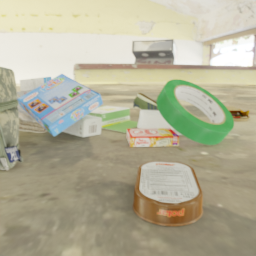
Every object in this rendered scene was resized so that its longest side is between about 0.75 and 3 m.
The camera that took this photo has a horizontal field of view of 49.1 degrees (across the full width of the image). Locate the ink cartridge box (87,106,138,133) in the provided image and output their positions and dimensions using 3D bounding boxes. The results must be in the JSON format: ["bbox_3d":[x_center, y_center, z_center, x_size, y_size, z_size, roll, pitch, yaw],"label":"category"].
[{"bbox_3d":[-0.492,-0.401,11.534,2.886,0.692,2.100,6,13,33],"label":"ink cartridge box"}]

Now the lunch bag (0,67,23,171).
[{"bbox_3d":[-3.926,-0.168,6.330,2.834,2.377,1.974,-3,12,-9],"label":"lunch bag"}]

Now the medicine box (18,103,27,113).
[{"bbox_3d":[-5.183,-0.635,11.893,1.825,0.939,1.662,-11,16,-41],"label":"medicine box"}]

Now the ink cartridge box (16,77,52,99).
[{"bbox_3d":[-4.012,-1.665,11.945,1.625,0.542,0.941,-8,-16,-9],"label":"ink cartridge box"}]

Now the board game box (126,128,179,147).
[{"bbox_3d":[0.737,0.300,8.913,1.497,0.347,1.134,-1,12,-6],"label":"board game box"}]

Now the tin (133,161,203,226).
[{"bbox_3d":[0.721,1.085,5.166,1.176,0.440,2.100,5,12,4],"label":"tin"}]

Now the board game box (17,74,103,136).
[{"bbox_3d":[-2.388,-0.906,9.563,1.957,0.473,2.587,-37,44,-22],"label":"board game box"}]

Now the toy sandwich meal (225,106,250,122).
[{"bbox_3d":[4.912,-0.688,13.105,1.593,0.546,1.593,0,12,0],"label":"toy sandwich meal"}]

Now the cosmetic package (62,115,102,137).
[{"bbox_3d":[-1.909,-0.168,10.148,1.810,0.670,0.920,13,13,35],"label":"cosmetic package"}]

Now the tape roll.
[{"bbox_3d":[2.145,-0.562,8.994,2.513,0.604,2.513,19,38,-15],"label":"tape roll"}]

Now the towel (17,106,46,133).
[{"bbox_3d":[-4.164,-0.554,9.283,1.979,0.515,2.986,30,2,14],"label":"towel"}]

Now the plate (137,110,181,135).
[{"bbox_3d":[1.396,-0.182,10.586,2.025,0.327,2.021,4,23,5],"label":"plate"}]

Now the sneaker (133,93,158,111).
[{"bbox_3d":[1.110,-0.836,13.469,1.968,0.884,0.660,32,16,3],"label":"sneaker"}]
